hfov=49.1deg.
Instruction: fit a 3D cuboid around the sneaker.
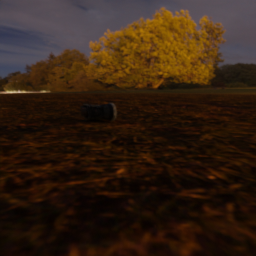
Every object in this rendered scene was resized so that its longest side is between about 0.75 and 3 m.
[{"bbox_3d":[-1.389,-0.685,12.727,1.269,0.847,2.216,-7,8,-29],"label":"sneaker"}]
